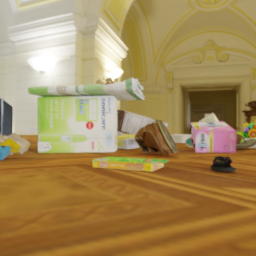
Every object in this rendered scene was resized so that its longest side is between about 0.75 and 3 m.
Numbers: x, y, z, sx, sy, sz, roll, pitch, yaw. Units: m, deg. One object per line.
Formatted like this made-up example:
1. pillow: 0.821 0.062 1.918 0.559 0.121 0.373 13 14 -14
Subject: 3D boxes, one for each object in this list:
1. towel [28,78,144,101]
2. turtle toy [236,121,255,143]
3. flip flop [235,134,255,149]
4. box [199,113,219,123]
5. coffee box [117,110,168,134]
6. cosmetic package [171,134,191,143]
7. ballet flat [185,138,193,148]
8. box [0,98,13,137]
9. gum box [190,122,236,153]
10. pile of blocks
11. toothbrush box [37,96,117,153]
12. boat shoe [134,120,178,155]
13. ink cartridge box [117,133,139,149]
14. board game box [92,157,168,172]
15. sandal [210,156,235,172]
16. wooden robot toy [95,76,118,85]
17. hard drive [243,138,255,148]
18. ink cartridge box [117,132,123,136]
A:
1. towel: -1.063 -1.102 8.218 2.949 0.453 2.200 0 -1 9
2. turtle toy: 5.260 0.271 12.031 1.342 0.978 0.678 -21 -3 32
3. flip flop: 3.406 0.438 9.096 1.720 0.495 0.698 -3 -4 -13
4. box: 4.202 -0.054 14.350 0.959 0.785 2.019 -35 2 20
5. coffee box: 0.469 -0.127 14.765 2.731 1.090 1.544 14 1 -29
6. cosmetic package: 2.570 0.549 14.332 0.679 0.417 1.645 0 -1 -21
7. ballet flat: 2.329 0.543 10.253 0.388 0.358 1.149 40 32 18
8. box: -4.874 -0.064 8.148 2.616 1.536 2.573 2 -1 -17
9. gum box: 2.495 0.230 8.507 1.074 0.626 1.893 -1 9 8
10. pile of blocks: -3.051 0.466 5.730 1.911 0.784 0.594 11 -49 -31
11. toothbrush box: -1.413 -0.090 8.058 2.153 1.568 0.927 0 -1 1
12. boat shoe: 0.637 0.340 7.040 0.829 0.877 2.439 -26 0 2
13. ink cartridge box: -0.043 0.442 10.161 1.798 0.428 1.820 -8 8 -44
14. board game box: 0.044 0.580 4.561 1.147 0.172 0.548 -3 -1 26
15. sandal: 1.460 0.544 4.397 0.345 0.220 0.918 0 -1 12
16. wooden robot toy: -0.549 -1.212 7.916 0.754 0.332 0.342 -4 -43 26
17. hard drive: 5.575 0.536 9.431 1.765 0.357 2.676 0 0 -39
18. ink cartridge box: -1.239 0.453 15.442 1.349 0.634 2.869 -1 0 13
